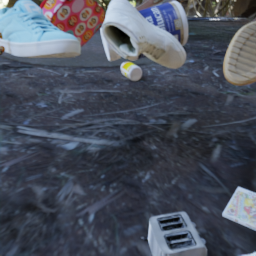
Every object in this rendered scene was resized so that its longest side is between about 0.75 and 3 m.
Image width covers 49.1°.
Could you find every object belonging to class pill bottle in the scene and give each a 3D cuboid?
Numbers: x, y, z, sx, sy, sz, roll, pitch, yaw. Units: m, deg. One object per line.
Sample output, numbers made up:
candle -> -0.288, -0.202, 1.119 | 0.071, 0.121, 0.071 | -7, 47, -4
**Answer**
pill bottle -> 0.112, -2.993, 14.669 | 0.763, 0.763, 1.397 | -11, 30, -21
pill bottle -> 0.443, -2.777, 8.304 | 2.375, 1.319, 1.319 | -18, 29, -5

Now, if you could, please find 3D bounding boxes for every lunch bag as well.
lunch bag -> -2.118, -4.171, 10.644 | 1.005, 2.162, 2.454 | 41, 4, 20

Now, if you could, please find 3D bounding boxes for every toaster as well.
toaster -> 0.815, 2.048, 5.023 | 0.979, 0.581, 0.885 | -6, 27, -10

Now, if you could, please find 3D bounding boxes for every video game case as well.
video game case -> 2.708, 1.771, 6.063 | 0.981, 0.123, 1.078 | 18, 32, 32

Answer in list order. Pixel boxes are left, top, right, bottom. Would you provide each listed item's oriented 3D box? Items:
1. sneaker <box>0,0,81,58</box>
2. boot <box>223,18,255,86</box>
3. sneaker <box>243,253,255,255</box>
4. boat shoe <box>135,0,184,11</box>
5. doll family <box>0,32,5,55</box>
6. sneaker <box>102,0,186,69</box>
sneaker -> -2.208, -2.250, 6.282 | 2.972, 1.218, 1.098 | 18, 24, 34
boot -> 2.523, -1.439, 5.718 | 0.903, 2.077, 2.497 | 36, 76, 12
sneaker -> 2.194, 2.503, 4.288 | 0.804, 0.513, 1.391 | -5, 18, -6
boat shoe -> 0.941, -4.352, 9.572 | 2.200, 0.790, 0.833 | -29, 3, -13
doll family -> -2.975, -1.850, 6.037 | 0.556, 0.895, 0.403 | -18, 4, -18
sneaker -> 0.396, -1.944, 6.827 | 2.423, 0.893, 1.400 | 31, 44, -19
